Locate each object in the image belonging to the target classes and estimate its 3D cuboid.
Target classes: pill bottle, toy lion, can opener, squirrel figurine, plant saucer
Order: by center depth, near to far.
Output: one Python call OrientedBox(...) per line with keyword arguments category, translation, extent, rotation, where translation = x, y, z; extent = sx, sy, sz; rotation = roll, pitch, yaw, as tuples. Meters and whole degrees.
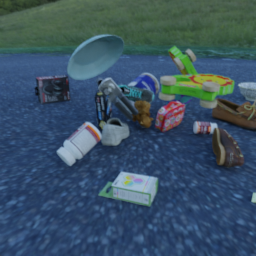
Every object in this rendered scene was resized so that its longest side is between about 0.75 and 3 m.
OrientedBox(category="toy lion", translation=(1.683, -1.024, 6.704), extent=(1.560, 0.536, 1.496), rotation=(13, 29, 22))
OrientedBox(category="pill bottle", translation=(-1.428, 0.474, 8.179), extent=(0.683, 0.683, 1.247), rotation=(22, 59, 44))
OrientedBox(category="can opener", translation=(-0.381, -1.040, 9.632), extent=(0.532, 1.996, 0.667), rotation=(-42, 46, 3))
OrientedBox(category="pill bottle", translation=(2.832, 0.009, 10.295), extent=(0.769, 0.439, 0.439), rotation=(3, 21, 0))
OrientedBox(category="plant saucer", translation=(-1.271, -2.701, 10.379), extent=(2.378, 2.378, 0.458), rotation=(-19, 71, -40))
OrientedBox(category="squirrel figurine", translation=(0.565, -0.518, 10.844), extent=(0.757, 1.069, 0.998), rotation=(-14, 33, -5))
OrientedBox(category="toy lion", translation=(2.718, -2.632, 12.864), extent=(0.841, 2.449, 2.348), rotation=(-35, 12, 7))
OrientedBox(category="pill bottle", translation=(0.443, -1.582, 13.096), extent=(1.209, 1.209, 2.090), rotation=(16, 45, 35))

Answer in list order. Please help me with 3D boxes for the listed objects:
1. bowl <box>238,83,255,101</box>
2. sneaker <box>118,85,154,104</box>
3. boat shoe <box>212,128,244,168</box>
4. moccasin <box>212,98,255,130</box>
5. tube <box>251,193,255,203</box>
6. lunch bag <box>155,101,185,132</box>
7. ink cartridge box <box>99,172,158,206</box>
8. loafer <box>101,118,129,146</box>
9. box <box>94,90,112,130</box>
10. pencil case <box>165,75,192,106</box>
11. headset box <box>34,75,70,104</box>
OrientedBox(category="bowl", translation=(6.750, -1.887, 15.044), extent=(1.638, 0.769, 1.638), rotation=(1, 20, 0))
OrientedBox(category="sneaker", translation=(0.134, -1.376, 11.403), extent=(1.848, 0.717, 0.843), rotation=(12, 3, 24))
OrientedBox(category="boat shoe", translation=(3.059, 0.608, 8.721), extent=(0.716, 0.717, 2.037), rotation=(5, 27, 7))
OrientedBox(category="moccasin", translation=(4.721, -0.633, 11.345), extent=(1.019, 1.075, 2.786), rotation=(-13, 25, -31))
OrientedBox(category="tube", translation=(3.409, 1.712, 6.465), extent=(0.999, 0.259, 0.290), rotation=(7, -17, 27))
OrientedBox(category="lunch bag", translation=(1.627, -0.515, 10.772), extent=(1.264, 1.114, 0.518), rotation=(-26, 48, -35))
OrientedBox(category="ink cartridge box", translation=(0.002, 1.451, 6.883), extent=(1.325, 0.393, 0.688), rotation=(7, 22, 18))
OrientedBox(category="loafer", translation=(-0.405, 0.028, 9.824), extent=(0.778, 0.776, 2.224), rotation=(2, 11, 8))
OrientedBox(category="box", translation=(-0.961, -0.870, 11.172), extent=(0.400, 1.382, 1.738), rotation=(-2, 23, 4))
OrientedBox(category="pencil case", translation=(2.197, -1.226, 11.415), extent=(0.926, 2.004, 0.853), rotation=(9, 60, -10))
OrientedBox(category="headset box", translation=(-3.994, -2.010, 14.636), extent=(1.739, 1.294, 0.672), rotation=(-11, 23, -27))
